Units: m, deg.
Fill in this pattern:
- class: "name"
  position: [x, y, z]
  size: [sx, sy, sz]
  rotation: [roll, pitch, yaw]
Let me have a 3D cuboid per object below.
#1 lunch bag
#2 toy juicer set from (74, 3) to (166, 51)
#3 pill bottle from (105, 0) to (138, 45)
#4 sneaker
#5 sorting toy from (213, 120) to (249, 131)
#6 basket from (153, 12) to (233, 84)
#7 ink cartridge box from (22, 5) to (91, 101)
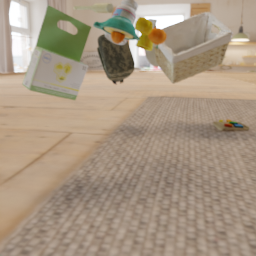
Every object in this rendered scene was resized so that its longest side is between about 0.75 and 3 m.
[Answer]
- class: "lunch bag"
  position: [-0.532, -2.947, 11.993]
  size: [1.307, 1.875, 1.573]
  rotation: [-18, -4, -4]
- class: "toy juicer set"
  position: [-0.131, -2.560, 7.316]
  size: [2.464, 0.671, 1.568]
  rotation: [14, 6, -27]
- class: "pill bottle"
  position: [-0.170, -3.238, 8.517]
  size: [0.691, 1.271, 0.691]
  rotation: [22, -6, 3]
- class: "sneaker"
  position: [1.260, -3.816, 12.753]
  size: [1.009, 2.281, 0.858]
  rotation: [4, 41, 38]
- class: "sorting toy"
  position: [4.362, -0.185, 12.211]
  size: [1.202, 0.216, 1.614]
  rotation: [-1, 15, -3]
- class: "basket"
  position: [2.655, -3.371, 11.977]
  size: [2.808, 1.732, 1.903]
  rotation: [-24, 55, -8]
- class: "ink cartridge box"
  position: [-1.589, -1.717, 6.784]
  size: [0.459, 1.913, 1.392]
  rotation: [33, 15, 37]
